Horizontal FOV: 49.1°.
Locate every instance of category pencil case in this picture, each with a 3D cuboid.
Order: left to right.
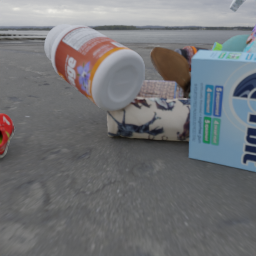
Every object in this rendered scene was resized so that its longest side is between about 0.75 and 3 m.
[{"bbox_3d":[0.745,-0.298,6.834,2.732,1.063,1.222,3,43,8],"label":"pencil case"}]

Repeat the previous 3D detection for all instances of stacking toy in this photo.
[{"bbox_3d":[2.760,-1.908,5.998,1.551,2.058,0.483,29,-21,-2],"label":"stacking toy"}]

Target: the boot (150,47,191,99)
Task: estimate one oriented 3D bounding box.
[{"bbox_3d":[1.594,-1.816,9.739,2.651,0.931,1.938,38,4,-17],"label":"boot"}]

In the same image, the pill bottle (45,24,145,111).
[{"bbox_3d":[-0.884,-1.514,6.463,1.374,1.374,2.449,-17,42,-39],"label":"pill bottle"}]

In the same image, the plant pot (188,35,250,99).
[{"bbox_3d":[2.907,-1.209,7.071,2.239,1.797,2.239,22,1,0],"label":"plant pot"}]

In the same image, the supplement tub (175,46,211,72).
[{"bbox_3d":[2.414,-2.428,9.990,1.661,0.888,0.888,2,18,-22],"label":"supplement tub"}]

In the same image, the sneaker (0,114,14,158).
[{"bbox_3d":[-2.676,0.098,5.911,0.435,0.480,1.130,2,50,-15],"label":"sneaker"}]

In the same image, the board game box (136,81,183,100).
[{"bbox_3d":[0.860,-0.882,8.225,1.275,0.775,1.600,6,2,18],"label":"board game box"}]

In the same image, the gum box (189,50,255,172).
[{"bbox_3d":[2.404,-0.194,4.988,2.540,2.158,0.566,11,34,26],"label":"gum box"}]
